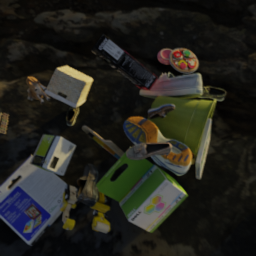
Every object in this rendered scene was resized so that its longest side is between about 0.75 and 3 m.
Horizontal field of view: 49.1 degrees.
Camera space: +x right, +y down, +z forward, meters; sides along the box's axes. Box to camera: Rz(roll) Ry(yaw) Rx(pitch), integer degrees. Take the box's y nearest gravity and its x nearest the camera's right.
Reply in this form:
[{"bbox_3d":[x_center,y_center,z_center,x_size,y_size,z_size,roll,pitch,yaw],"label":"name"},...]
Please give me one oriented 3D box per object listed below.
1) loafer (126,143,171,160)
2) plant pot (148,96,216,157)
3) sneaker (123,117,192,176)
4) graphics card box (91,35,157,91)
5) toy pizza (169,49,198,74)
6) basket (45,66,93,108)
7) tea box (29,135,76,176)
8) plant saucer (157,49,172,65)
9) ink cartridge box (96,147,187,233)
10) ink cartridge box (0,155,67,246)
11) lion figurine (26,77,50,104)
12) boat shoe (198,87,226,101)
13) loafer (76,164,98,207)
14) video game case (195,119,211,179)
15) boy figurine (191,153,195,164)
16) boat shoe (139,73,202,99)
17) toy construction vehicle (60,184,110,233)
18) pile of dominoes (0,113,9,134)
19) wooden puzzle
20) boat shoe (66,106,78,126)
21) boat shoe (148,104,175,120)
[{"bbox_3d":[0.592,0.609,8.084,1.335,0.420,0.480,-8,68,-1],"label":"loafer"},{"bbox_3d":[1.925,-0.284,10.580,2.116,2.228,2.228,19,62,17],"label":"plant pot"},{"bbox_3d":[0.850,0.669,9.243,0.996,1.166,2.645,-39,58,-21],"label":"sneaker"},{"bbox_3d":[-0.183,-2.413,10.591,2.523,1.583,0.642,34,93,-15],"label":"graphics card box"},{"bbox_3d":[2.679,-3.250,13.386,1.470,0.233,1.470,5,64,-10],"label":"toy pizza"},{"bbox_3d":[-2.396,-1.720,11.551,1.439,1.452,1.168,26,108,-1],"label":"basket"},{"bbox_3d":[-2.558,0.903,9.508,1.106,0.751,1.125,6,68,41],"label":"tea box"},{"bbox_3d":[1.909,-3.522,13.686,0.942,0.239,0.942,0,61,0],"label":"plant saucer"},{"bbox_3d":[0.420,2.058,8.979,1.832,2.479,0.939,-48,35,5],"label":"ink cartridge box"},{"bbox_3d":[-3.475,2.547,10.158,2.332,0.548,2.305,34,68,19],"label":"ink cartridge box"},{"bbox_3d":[-3.322,-1.430,9.991,0.961,1.569,0.569,43,62,16],"label":"lion figurine"},{"bbox_3d":[3.482,-1.567,12.170,1.504,0.449,0.537,12,60,2],"label":"boat shoe"},{"bbox_3d":[-1.243,1.610,8.379,0.563,0.567,1.558,26,25,-25],"label":"loafer"},{"bbox_3d":[2.784,0.809,10.382,0.197,1.636,1.795,12,65,20],"label":"video game case"},{"bbox_3d":[2.160,0.837,11.122,0.883,0.457,1.420,-18,58,-15],"label":"boy figurine"},{"bbox_3d":[1.680,-1.685,11.170,2.776,0.968,0.988,2,85,40],"label":"boat shoe"},{"bbox_3d":[-1.414,2.698,9.287,1.709,0.691,1.963,27,19,-26],"label":"toy construction vehicle"},{"bbox_3d":[-5.565,-0.216,11.881,0.843,0.172,1.081,-2,61,-1],"label":"pile of dominoes"},{"bbox_3d":[-0.849,0.620,10.216,1.620,1.499,0.302,26,75,44],"label":"wooden puzzle"},{"bbox_3d":[-2.392,-0.648,12.020,0.406,0.343,1.140,6,61,3],"label":"boat shoe"},{"bbox_3d":[1.166,-0.520,9.720,1.009,0.364,0.365,-17,58,30],"label":"boat shoe"}]
